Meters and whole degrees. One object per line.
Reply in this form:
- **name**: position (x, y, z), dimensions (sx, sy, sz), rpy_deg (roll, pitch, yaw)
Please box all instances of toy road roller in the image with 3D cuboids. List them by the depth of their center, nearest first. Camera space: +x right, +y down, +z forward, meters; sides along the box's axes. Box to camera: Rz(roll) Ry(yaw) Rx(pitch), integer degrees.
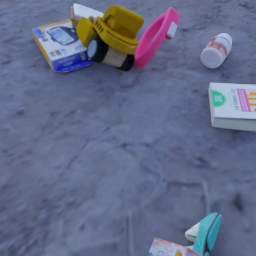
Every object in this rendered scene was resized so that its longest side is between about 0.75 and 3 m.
- **toy road roller**: position (-0.553, -3.461, 10.000), dimensions (1.650, 1.960, 2.685), rpy_deg (10, 37, -36)

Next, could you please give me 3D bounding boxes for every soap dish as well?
- **soap dish**: position (-1.592, -4.440, 11.693), dimensions (1.672, 0.679, 1.315), rpy_deg (11, 40, -22)

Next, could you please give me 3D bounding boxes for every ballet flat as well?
- **ballet flat**: position (1.503, 2.594, 6.113), dimensions (0.670, 0.641, 1.905), rpy_deg (7, 45, 29)

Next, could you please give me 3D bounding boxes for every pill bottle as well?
- **pill bottle**: position (3.435, -3.006, 10.741), dimensions (0.830, 0.830, 1.480), rpy_deg (25, 54, 20)

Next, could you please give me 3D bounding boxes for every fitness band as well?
- **fitness band**: position (0.985, -3.382, 10.425), dimensions (0.507, 1.944, 2.707), rpy_deg (37, 52, -20)

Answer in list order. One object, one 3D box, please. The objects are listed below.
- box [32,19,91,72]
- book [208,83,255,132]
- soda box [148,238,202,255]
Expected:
- **box**: position (-2.571, -3.280, 11.150), dimensions (1.690, 0.589, 2.839), rpy_deg (-23, 52, -18)
- **book**: position (4.023, -0.695, 8.985), dimensions (2.675, 0.643, 1.787), rpy_deg (4, 47, 6)
- **soda box**: position (0.909, 2.570, 5.573), dimensions (0.425, 1.337, 0.457), rpy_deg (31, 69, -12)
